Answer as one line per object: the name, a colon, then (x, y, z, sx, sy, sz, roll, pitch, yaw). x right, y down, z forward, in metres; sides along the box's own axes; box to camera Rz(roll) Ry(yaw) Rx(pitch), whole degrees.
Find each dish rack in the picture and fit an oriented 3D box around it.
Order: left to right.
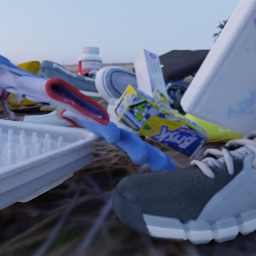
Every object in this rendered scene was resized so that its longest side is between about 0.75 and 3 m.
dish rack: (-2.036, 0.371, 3.363, 2.943, 0.641, 2.526, 5, 10, 22)

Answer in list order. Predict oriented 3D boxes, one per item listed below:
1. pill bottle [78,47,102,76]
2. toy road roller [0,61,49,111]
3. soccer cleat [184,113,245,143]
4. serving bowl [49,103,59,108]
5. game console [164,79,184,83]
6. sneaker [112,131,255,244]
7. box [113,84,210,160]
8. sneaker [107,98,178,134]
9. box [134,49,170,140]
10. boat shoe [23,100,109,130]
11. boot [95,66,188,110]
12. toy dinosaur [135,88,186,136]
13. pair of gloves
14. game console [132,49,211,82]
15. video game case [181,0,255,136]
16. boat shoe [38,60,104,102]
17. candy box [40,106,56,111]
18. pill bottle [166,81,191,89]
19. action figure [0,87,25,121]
pill bottle: (-1.266, -1.956, 9.421, 0.803, 1.430, 0.803, 0, 4, 0)
toy road roller: (-4.190, -1.684, 10.979, 1.515, 1.800, 2.466, -3, 9, 33)
soccer cleat: (2.253, -0.075, 5.519, 2.565, 0.829, 1.073, -5, 20, -18)
serving bowl: (-2.483, -0.959, 10.721, 1.293, 0.425, 1.293, 17, 19, -6)
game console: (0.429, -1.528, 10.665, 2.406, 1.668, 2.819, 23, 20, 31)
sneaker: (1.158, 0.093, 2.533, 2.615, 1.510, 0.981, -1, 13, -8)
box: (0.515, -0.068, 4.257, 1.435, 0.503, 0.461, 27, 18, -24)
sneaker: (0.476, -0.400, 6.547, 2.104, 1.045, 0.820, -5, 12, -29)
box: (0.526, -0.757, 6.025, 0.440, 2.272, 0.471, 15, -42, -27)
boat shoe: (-1.455, -0.320, 6.931, 2.201, 0.753, 0.823, -3, 11, -14)
boot: (0.594, -0.939, 7.118, 1.273, 1.025, 2.818, -6, -13, 43)
toy dinosaur: (1.365, -0.305, 6.240, 2.609, 1.150, 0.619, -11, 53, -28)
pair of gloves: (-0.687, -0.157, 3.353, 2.202, 0.312, 2.739, 22, -8, 45)
game console: (1.902, -1.449, 8.538, 2.556, 1.692, 2.907, -26, 21, -13)
video game case: (2.157, -0.864, 2.731, 2.364, 2.597, 0.308, 19, 28, -17)
boat shoe: (-0.938, -1.141, 7.367, 2.916, 0.901, 1.062, 2, -5, -35)
candy box: (-2.927, -0.794, 11.193, 1.017, 0.134, 0.520, 1, 16, 5)
pill bottle: (1.751, -0.931, 8.875, 1.039, 1.039, 1.911, -10, 22, -43)
action figure: (-3.973, -0.956, 7.400, 2.794, 2.080, 1.871, -19, 10, -19)
